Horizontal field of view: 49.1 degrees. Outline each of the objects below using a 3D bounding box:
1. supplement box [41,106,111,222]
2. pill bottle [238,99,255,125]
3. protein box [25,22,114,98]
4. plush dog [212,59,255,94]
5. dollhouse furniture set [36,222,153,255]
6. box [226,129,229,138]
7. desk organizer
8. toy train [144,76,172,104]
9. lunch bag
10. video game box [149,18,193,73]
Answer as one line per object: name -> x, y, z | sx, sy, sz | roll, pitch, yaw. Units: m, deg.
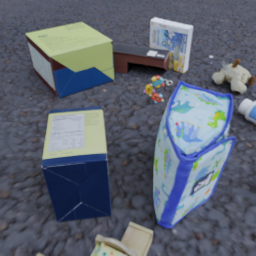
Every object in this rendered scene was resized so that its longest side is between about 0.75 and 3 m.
supplement box -> -1.234, 0.875, 7.193 | 1.397, 2.082, 2.079 | -5, 39, -6
pill bottle -> 4.678, -0.482, 9.941 | 0.776, 0.776, 1.382 | -27, 47, -29
protein box -> -2.526, -3.080, 12.276 | 2.774, 1.886, 2.795 | -23, 44, -26
plush dog -> 4.655, -2.274, 12.027 | 1.385, 1.294, 1.613 | -5, 32, -46
dollhouse furniture set -> -0.992, 2.548, 5.622 | 2.292, 1.441, 2.592 | 16, 41, 19
box -> 3.033, 0.010, 9.736 | 0.851, 0.260, 1.075 | 8, 39, 10
desk organizer -> 0.487, -3.104, 12.989 | 2.715, 1.045, 0.974 | 12, 40, 15
toy train -> 1.127, -1.526, 10.752 | 0.938, 1.249, 0.347 | 17, 47, -16
lunch bag -> 1.482, 0.669, 7.041 | 1.873, 2.499, 2.939 | 18, 41, 14
video game box -> 1.913, -3.822, 13.022 | 1.952, 2.143, 0.502 | 26, 47, 30
